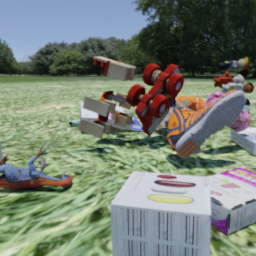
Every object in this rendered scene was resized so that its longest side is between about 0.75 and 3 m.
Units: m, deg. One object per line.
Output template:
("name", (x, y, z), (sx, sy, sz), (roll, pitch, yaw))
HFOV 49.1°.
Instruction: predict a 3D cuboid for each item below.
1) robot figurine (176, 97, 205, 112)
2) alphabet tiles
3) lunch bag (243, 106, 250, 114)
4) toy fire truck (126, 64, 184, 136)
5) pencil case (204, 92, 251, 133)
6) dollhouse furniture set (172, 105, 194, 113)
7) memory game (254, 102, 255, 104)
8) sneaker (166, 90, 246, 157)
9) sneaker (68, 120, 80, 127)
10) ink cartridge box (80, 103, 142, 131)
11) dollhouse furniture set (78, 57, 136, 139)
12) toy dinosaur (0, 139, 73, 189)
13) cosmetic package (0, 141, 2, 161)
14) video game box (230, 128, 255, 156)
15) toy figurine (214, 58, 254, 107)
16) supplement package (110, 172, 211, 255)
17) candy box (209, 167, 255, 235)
("robot figurine", (3.318, -1.083, 15.287), (2.138, 1.538, 1.247), (2, 34, 8))
("alphabet tiles", (1.918, -0.607, 12.446), (1.857, 0.059, 1.545), (-39, 20, 2))
("lunch bag", (6.649, -1.076, 16.827), (1.216, 0.469, 0.975), (2, -1, -1))
("toy fire truck", (1.206, -1.108, 10.878), (1.409, 2.514, 2.111), (30, -16, 30))
("pencil case", (3.427, -0.506, 9.567), (1.839, 0.761, 0.796), (29, -40, -32))
("dollhouse furniture set", (2.022, -0.302, 9.796), (1.078, 0.745, 1.141), (20, 6, 7))
("memory game", (10.411, -1.747, 20.647), (2.043, 0.130, 2.043), (1, 13, 0))
("sneaker", (2.166, -0.411, 8.528), (2.608, 1.012, 1.461), (-39, 37, 6))
("sneaker", (-2.454, -0.222, 13.572), (0.879, 0.323, 0.518), (-6, 4, 18))
("ink cartridge box", (-0.838, -0.567, 13.577), (2.934, 0.635, 2.880), (2, 16, -11))
("dollhouse furniture set", (-0.766, -1.148, 10.516), (1.420, 2.726, 2.756), (19, 17, 18))
("toy dinosaur", (-2.429, 1.268, 6.915), (1.896, 2.089, 1.097), (28, -15, 10))
("cosmetic package", (-4.785, 0.600, 9.164), (0.925, 0.781, 1.732), (-8, 12, -33))
("video game box", (5.249, 0.460, 10.178), (2.326, 0.544, 2.119), (0, 11, 0))
("toy figurine", (6.788, -2.713, 17.897), (2.023, 2.908, 2.863), (-3, -28, 7))
("supplement package", (0.607, 1.473, 4.616), (1.430, 1.052, 1.368), (2, 13, 15))
("candy box", (2.236, 1.435, 5.876), (1.846, 0.563, 1.259), (-7, 15, -29))
